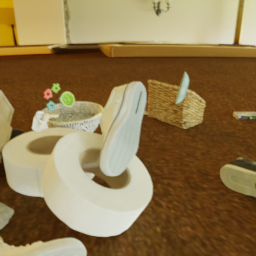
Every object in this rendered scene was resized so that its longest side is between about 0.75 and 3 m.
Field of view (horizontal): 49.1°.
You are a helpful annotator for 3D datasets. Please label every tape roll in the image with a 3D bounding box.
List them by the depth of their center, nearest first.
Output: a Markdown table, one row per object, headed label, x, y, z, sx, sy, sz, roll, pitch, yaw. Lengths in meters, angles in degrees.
| label | x | y | z | sx | sy | sz | roll | pitch | yaw |
| --- | --- | --- | --- | --- | --- | --- | --- | --- | --- |
| tape roll | -0.695 | 1.191 | 6.488 | 2.470 | 0.864 | 2.470 | 24 | 29 | -14 |
| tape roll | -2.298 | 0.908 | 8.440 | 2.699 | 0.944 | 2.699 | 1 | 22 | 0 |

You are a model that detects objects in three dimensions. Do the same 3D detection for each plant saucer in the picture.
| label | x | y | z | sx | sy | sz | roll | pitch | yaw |
| --- | --- | --- | --- | --- | --- | --- | --- | --- | --- |
| plant saucer | 1.856 | -1.314 | 9.477 | 0.220 | 1.141 | 1.141 | 15 | 24 | 5 |

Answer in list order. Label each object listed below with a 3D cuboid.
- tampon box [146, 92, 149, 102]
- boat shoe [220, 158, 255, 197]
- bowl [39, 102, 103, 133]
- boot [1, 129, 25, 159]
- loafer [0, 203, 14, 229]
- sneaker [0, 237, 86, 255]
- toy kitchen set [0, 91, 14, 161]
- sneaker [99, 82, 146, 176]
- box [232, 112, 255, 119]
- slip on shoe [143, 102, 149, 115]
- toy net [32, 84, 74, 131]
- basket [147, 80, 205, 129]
| label | x | y | z | sx | sy | sz | roll | pitch | yaw |
| --- | --- | --- | --- | --- | --- | --- | --- | --- | --- |
| tampon box | 1.444 | -1.696 | 15.331 | 0.607 | 0.511 | 0.809 | 17 | 28 | 35 |
| boat shoe | 3.711 | 1.453 | 7.069 | 0.910 | 0.966 | 2.691 | -21 | 28 | -32 |
| bowl | -2.099 | -0.141 | 10.735 | 2.367 | 1.111 | 2.367 | -2 | 22 | 1 |
| boot | -5.290 | 0.291 | 9.768 | 2.966 | 1.027 | 2.582 | -16 | 28 | -27 |
| loafer | -3.588 | 1.891 | 6.527 | 1.904 | 0.666 | 0.664 | 14 | 19 | 15 |
| sneaker | -2.136 | 2.294 | 5.129 | 2.467 | 0.909 | 1.426 | -12 | 28 | -25 |
| toy kitchen set | -4.828 | -0.009 | 7.621 | 2.345 | 2.121 | 2.599 | 0 | 60 | 1 |
| sneaker | -0.261 | -0.002 | 6.926 | 0.924 | 0.953 | 2.610 | -6 | 49 | 34 |
| box | 5.492 | -0.583 | 13.063 | 1.033 | 0.179 | 0.568 | -1 | 22 | -2 |
| slip on shoe | 0.348 | -1.183 | 13.972 | 0.747 | 0.595 | 1.964 | -19 | 29 | -38 |
| toy net | -1.912 | -0.491 | 6.857 | 0.254 | 0.690 | 1.314 | -4 | 43 | 47 |
| basket | 2.209 | -1.236 | 12.560 | 1.707 | 1.782 | 2.392 | -18 | 28 | -37 |
